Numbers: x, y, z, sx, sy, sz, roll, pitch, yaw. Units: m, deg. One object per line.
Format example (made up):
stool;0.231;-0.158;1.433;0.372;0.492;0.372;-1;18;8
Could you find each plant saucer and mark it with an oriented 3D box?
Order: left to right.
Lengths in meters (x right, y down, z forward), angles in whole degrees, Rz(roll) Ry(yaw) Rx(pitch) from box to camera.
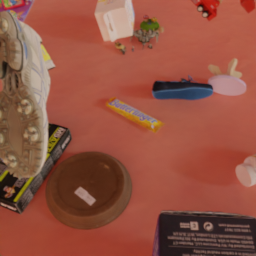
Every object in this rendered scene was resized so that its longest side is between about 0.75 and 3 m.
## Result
plant saucer;-0.980;1.417;6.966;2.168;0.319;2.168;0;49;-1

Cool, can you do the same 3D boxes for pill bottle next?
pill bottle;3.435;0.981;7.051;1.331;0.748;0.748;-19;51;-14

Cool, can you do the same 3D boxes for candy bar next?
candy bar;0.169;-0.421;8.635;2.009;0.223;0.501;30;55;23

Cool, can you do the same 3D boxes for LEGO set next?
LEGO set;0.437;-3.607;11.187;1.313;0.573;2.022;32;56;25

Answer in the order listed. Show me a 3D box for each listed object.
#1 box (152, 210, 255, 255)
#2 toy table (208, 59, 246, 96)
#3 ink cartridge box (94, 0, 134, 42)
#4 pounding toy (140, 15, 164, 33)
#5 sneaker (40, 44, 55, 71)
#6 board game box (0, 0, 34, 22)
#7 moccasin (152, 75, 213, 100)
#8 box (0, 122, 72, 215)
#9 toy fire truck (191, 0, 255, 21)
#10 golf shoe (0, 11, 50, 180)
box;1.160;3.119;4.195;1.559;2.211;2.988;2;48;3
toy table;3.207;-1.614;9.167;1.276;1.173;0.747;19;59;-21
ink cartridge box;-0.506;-4.544;11.375;1.247;1.280;1.992;-8;48;13
pounding toy;0.984;-4.486;11.994;0.862;0.518;1.117;-17;50;-14
sneaker;-2.768;-1.927;7.677;1.823;0.823;0.713;3;33;34
board game box;-3.150;-3.527;7.680;0.929;0.229;1.176;27;89;-8
moccasin;1.751;-1.351;9.041;1.949;0.784;0.665;2;61;0
box;-3.150;0.704;7.414;2.417;0.595;2.503;17;50;12
toy fire truck;1.972;-2.922;6.124;1.449;1.022;0.353;37;47;-25
golf shoe;-1.704;-0.530;4.928;1.069;2.730;1.327;-3;6;19
